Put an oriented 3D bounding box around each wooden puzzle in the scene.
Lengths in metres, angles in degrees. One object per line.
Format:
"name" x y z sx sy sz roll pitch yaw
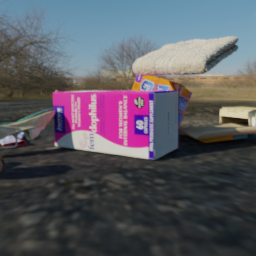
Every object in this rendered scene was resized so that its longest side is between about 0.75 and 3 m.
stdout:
"wooden puzzle" 2.578 0.148 8.213 1.773 0.357 1.916 -6 3 -6

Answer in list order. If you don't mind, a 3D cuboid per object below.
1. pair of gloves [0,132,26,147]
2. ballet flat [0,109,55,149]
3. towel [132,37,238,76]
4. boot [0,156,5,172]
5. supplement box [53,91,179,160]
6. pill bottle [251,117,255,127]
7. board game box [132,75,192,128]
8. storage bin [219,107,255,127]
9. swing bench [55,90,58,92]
"pair of gloves" -3.947 0.322 7.495 2.517 0.287 2.024 -8 11 -40
"ballet flat" -2.491 0.087 6.360 1.922 0.668 0.668 -20 18 -34
"towel" 1.643 -1.966 7.473 1.924 0.500 2.903 5 27 34
"boot" -3.008 0.650 4.343 1.749 0.614 1.279 3 15 28
"supplement box" -0.329 -0.198 6.938 2.839 1.437 1.467 4 10 31
"pill bottle" 5.179 -0.209 10.664 0.813 0.460 0.460 1 8 4
"board game box" 0.954 -0.732 8.785 1.440 1.441 1.440 21 5 24
"storage bin" 4.913 -0.478 11.740 1.528 0.721 1.539 -5 10 -29
"swing bench" -2.626 -1.150 14.406 2.155 1.405 2.166 -2 3 -13
